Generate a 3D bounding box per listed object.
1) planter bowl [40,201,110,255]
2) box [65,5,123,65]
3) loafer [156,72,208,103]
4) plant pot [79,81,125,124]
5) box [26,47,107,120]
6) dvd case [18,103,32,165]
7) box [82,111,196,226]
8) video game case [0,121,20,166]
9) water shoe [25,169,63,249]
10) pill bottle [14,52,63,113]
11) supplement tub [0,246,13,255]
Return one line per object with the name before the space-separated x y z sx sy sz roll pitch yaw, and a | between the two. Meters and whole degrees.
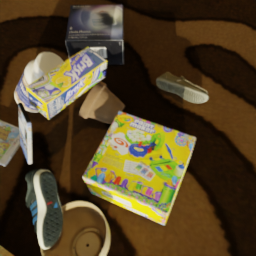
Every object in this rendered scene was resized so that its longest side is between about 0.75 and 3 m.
planter bowl | -1.375 3.358 8.273 1.970 1.326 1.970 -8 52 11
box | -1.457 -4.310 12.875 2.478 1.527 2.458 -1 58 -1
loafer | 2.326 -1.786 11.733 2.293 0.862 0.798 26 67 15
plant pot | -0.944 -0.818 10.925 1.388 1.591 1.591 31 62 -3
box | -1.910 -1.511 9.089 0.936 0.859 2.673 38 58 13
dvd case | -3.168 0.172 8.605 0.140 1.594 1.137 -10 39 -29
box | 0.435 1.286 9.288 2.750 1.678 2.649 20 63 16
video game case | -4.984 0.492 10.762 1.708 0.188 1.555 20 61 12
water shoe | -2.431 2.274 8.006 0.873 0.791 2.212 -3 90 39
pill bottle | -3.303 -1.695 10.559 1.389 2.503 1.389 16 58 -28
supplement tub | -3.922 4.163 7.685 2.377 1.716 1.716 27 63 15
